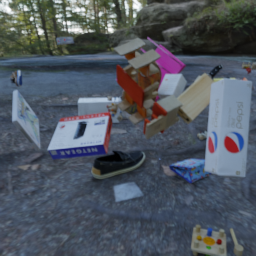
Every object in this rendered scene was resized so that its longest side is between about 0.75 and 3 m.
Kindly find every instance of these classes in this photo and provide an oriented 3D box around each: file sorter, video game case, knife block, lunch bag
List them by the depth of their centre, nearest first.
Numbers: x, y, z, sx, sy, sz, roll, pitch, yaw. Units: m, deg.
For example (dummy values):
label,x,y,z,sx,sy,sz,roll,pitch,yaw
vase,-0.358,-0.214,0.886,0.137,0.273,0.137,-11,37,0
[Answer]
label,x,y,z,sx,sy,sz,roll,pitch,yaw
video game case,-3.503,-0.262,9.675,0.184,1.527,1.675,-22,45,-1
knife block,2.632,-1.290,9.812,0.869,2.385,2.716,46,11,5
lunch bag,2.196,1.423,10.236,0.958,0.599,1.273,-15,16,-28
file sorter,1.019,-2.781,13.987,1.901,2.735,1.715,49,20,28

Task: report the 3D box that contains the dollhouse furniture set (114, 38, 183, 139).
label,x,y,z,sx,sy,sz,roll,pitch,yaw
dollhouse furniture set,0.367,-1.006,8.917,1.350,2.620,2.592,-29,58,-20

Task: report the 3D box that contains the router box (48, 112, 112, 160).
label,x,y,z,sx,sy,sz,roll,pitch,yaw
router box,-1.425,0.221,8.706,1.726,0.422,1.549,-7,38,10

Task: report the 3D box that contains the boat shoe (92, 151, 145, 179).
label,x,y,z,sx,sy,sz,roll,pitch,yaw
boat shoe,-0.301,1.205,10.465,2.347,0.731,0.876,-14,23,-35

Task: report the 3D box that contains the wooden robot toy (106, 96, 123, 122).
label,x,y,z,sx,sy,sz,roll,pitch,yaw
wooden robot toy,-0.613,-0.707,11.188,0.492,1.116,0.506,-17,19,16

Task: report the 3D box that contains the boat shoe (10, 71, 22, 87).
label,x,y,z,sx,sy,sz,roll,pitch,yaw
boat shoe,-3.634,-1.563,9.078,0.335,0.334,0.925,-12,33,-12

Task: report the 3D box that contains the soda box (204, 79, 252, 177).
label,x,y,z,sx,sy,sz,roll,pitch,yaw
soda box,2.529,0.011,7.144,0.759,2.383,0.812,5,-2,-7

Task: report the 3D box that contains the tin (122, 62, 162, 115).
label,x,y,z,sx,sy,sz,roll,pitch,yaw
tin,0.481,-1.575,10.948,1.340,2.394,0.501,5,33,-13

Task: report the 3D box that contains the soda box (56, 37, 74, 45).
label,x,y,z,sx,sy,sz,roll,pitch,yaw
soda box,-2.638,-3.651,11.740,0.240,0.259,0.758,-2,16,34

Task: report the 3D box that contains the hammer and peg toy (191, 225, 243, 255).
label,x,y,z,sx,sy,sz,roll,pitch,yaw
hammer and peg toy,2.118,2.779,6.745,1.137,0.401,0.836,6,20,15

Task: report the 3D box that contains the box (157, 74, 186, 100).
label,x,y,z,sx,sy,sz,roll,pitch,yaw
box,1.766,-1.606,11.308,0.782,0.546,1.027,8,65,42

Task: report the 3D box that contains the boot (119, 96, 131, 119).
label,x,y,z,sx,sy,sz,roll,pitch,yaw
boot,-0.044,-1.485,16.921,0.917,1.192,2.493,2,21,6

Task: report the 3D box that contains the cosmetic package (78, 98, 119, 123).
label,x,y,z,sx,sy,sz,roll,pitch,yaw
cosmetic package,-1.599,-0.961,15.480,2.239,1.263,0.908,0,21,-5

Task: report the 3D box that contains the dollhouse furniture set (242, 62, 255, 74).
label,x,y,z,sx,sy,sz,roll,pitch,yaw
dollhouse furniture set,5.158,-2.315,11.313,1.028,0.418,0.553,-1,58,5

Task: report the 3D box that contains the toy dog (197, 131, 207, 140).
label,x,y,z,sx,sy,sz,roll,pitch,yaw
toy dog,3.659,0.317,13.301,0.780,0.376,0.515,-12,24,-29

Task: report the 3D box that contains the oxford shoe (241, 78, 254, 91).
label,x,y,z,sx,sy,sz,roll,pitch,yaw
oxford shoe,3.473,-1.050,9.030,0.490,1.344,0.479,42,66,4

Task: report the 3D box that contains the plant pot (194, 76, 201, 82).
label,x,y,z,sx,sy,sz,roll,pitch,yaw
plant pot,3.533,-1.690,13.208,0.878,0.991,0.992,25,65,33

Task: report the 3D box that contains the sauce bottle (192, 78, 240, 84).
label,x,y,z,sx,sy,sz,roll,pitch,yaw
sauce bottle,3.714,-1.789,11.901,1.938,0.627,0.627,3,21,18
